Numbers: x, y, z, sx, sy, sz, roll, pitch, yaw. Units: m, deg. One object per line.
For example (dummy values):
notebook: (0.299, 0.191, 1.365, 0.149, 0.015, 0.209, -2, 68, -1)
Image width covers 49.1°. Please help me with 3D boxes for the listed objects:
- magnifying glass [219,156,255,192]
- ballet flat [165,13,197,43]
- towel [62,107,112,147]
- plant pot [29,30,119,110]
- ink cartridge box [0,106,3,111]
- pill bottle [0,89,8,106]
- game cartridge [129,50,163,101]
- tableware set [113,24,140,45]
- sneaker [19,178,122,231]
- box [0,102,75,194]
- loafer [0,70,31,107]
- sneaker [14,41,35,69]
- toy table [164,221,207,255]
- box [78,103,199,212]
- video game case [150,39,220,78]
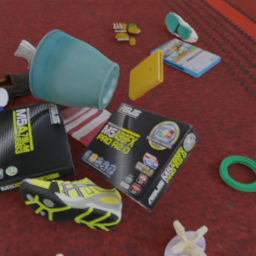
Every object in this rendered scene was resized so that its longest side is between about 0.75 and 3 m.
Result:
magnifying glass: (3.978, 1.562, 7.874, 2.765, 0.310, 1.100, 18, 47, 20)
ballet flat: (2.726, -5.023, 14.299, 0.875, 0.875, 2.440, -15, 49, -15)
towel: (-1.329, -0.184, 9.634, 2.232, 0.254, 1.608, 31, 53, 28)
plant pot: (-1.497, -1.598, 8.668, 2.104, 2.239, 2.239, 21, 48, 9)
ink cartridge box: (-5.249, -0.567, 9.561, 1.778, 0.836, 0.393, -19, 14, -19)
pill bottle: (-4.087, -0.867, 7.936, 1.169, 0.660, 0.660, 2, 44, 10)
game cartridge: (0.577, -1.740, 9.418, 0.240, 1.477, 1.302, 23, 55, -30)
tableware set: (-0.034, -4.817, 14.323, 1.350, 0.308, 2.004, -4, 44, -8)
sneaker: (-1.451, 1.809, 7.222, 2.664, 1.004, 1.018, 16, 39, 2)
box: (-3.196, 0.500, 8.526, 2.702, 0.665, 2.798, -13, 52, -10)
loafer: (-4.358, -1.676, 10.664, 0.915, 0.908, 2.513, 23, 48, 23)
sneaker: (-3.356, -2.349, 10.246, 0.706, 1.722, 0.644, -51, 32, -7)
toy table: (1.357, 2.696, 6.446, 1.087, 0.637, 0.999, -34, 54, -31)
box: (0.151, 0.562, 7.240, 2.650, 0.587, 2.123, 24, 73, 46)
video game case: (2.581, -3.237, 12.736, 2.578, 0.230, 1.845, 34, 55, 29)
